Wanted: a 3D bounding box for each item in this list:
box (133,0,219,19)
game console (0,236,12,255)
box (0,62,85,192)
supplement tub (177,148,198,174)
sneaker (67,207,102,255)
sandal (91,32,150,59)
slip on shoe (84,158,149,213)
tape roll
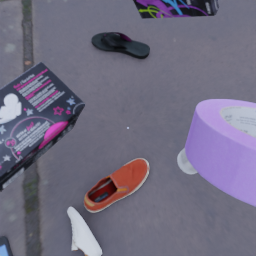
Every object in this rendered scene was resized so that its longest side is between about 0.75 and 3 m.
[{"bbox_3d":[1.027,-3.392,6.874,2.126,1.520,0.384,10,68,32],"label":"box"},{"bbox_3d":[-3.319,3.245,6.693,0.910,0.631,1.066,-25,65,-12],"label":"game console"},{"bbox_3d":[-2.165,0.012,5.517,1.264,1.456,2.203,45,60,-1],"label":"box"},{"bbox_3d":[1.486,0.555,5.863,0.592,0.898,0.592,10,60,-17],"label":"supplement tub"},{"bbox_3d":[-1.263,2.686,7.056,0.608,0.523,1.436,-30,67,-18],"label":"sneaker"},{"bbox_3d":[-0.274,-3.176,10.296,2.228,0.533,0.837,15,62,8],"label":"sandal"},{"bbox_3d":[-0.273,1.514,7.645,2.114,0.647,0.783,-31,64,-18],"label":"slip on shoe"},{"bbox_3d":[2.122,0.300,4.363,2.340,0.768,2.340,8,24,-3],"label":"tape roll"}]
